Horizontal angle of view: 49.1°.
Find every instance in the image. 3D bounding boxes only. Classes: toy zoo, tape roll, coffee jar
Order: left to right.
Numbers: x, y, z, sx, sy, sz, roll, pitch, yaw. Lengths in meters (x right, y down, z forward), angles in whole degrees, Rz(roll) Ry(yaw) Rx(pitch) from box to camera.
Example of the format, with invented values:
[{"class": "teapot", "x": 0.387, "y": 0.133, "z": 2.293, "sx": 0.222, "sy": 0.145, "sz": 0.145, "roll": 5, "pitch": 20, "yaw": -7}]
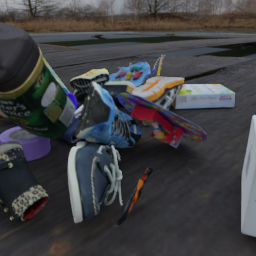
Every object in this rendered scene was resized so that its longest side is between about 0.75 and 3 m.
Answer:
[{"class": "coffee jar", "x": -2.013, "y": -0.777, "z": 5.279, "sx": 1.354, "sy": 2.596, "sz": 1.107, "roll": 18, "pitch": 70, "yaw": 14}, {"class": "tape roll", "x": -2.351, "y": 0.334, "z": 6.455, "sx": 1.058, "sy": 0.449, "sz": 1.058, "roll": -1, "pitch": 23, "yaw": 0}, {"class": "toy zoo", "x": -2.348, "y": -1.681, "z": 7.796, "sx": 0.254, "sy": 1.627, "sz": 2.480, "roll": -37, "pitch": -1, "yaw": -3}]

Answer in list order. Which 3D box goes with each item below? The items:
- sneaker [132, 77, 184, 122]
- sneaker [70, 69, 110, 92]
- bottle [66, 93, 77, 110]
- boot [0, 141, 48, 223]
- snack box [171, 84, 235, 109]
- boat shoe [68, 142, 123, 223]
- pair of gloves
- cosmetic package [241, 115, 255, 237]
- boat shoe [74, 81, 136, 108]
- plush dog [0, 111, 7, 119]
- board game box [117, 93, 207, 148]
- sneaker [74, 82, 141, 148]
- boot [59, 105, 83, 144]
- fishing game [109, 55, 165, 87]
[{"class": "sneaker", "x": 0.969, "y": -0.946, "z": 8.628, "sx": 1.043, "sy": 1.029, "sz": 2.665, "roll": 6, "pitch": 25, "yaw": 34}, {"class": "sneaker", "x": -0.780, "y": -1.015, "z": 5.782, "sx": 0.845, "sy": 0.330, "sz": 0.382, "roll": -10, "pitch": 41, "yaw": 6}, {"class": "bottle", "x": -1.803, "y": -0.591, "z": 7.532, "sx": 0.424, "sy": 0.543, "sz": 1.299, "roll": -12, "pitch": 2, "yaw": -33}, {"class": "boot", "x": -2.009, "y": 1.056, "z": 4.296, "sx": 1.121, "sy": 1.484, "sz": 0.536, "roll": 49, "pitch": 3, "yaw": 20}, {"class": "snack box", "x": 2.479, "y": -1.140, "z": 9.856, "sx": 2.032, "sy": 0.538, "sz": 1.445, "roll": -1, "pitch": 23, "yaw": -3}, {"class": "boat shoe", "x": -0.506, "y": 0.752, "z": 4.572, "sx": 0.796, "sy": 0.964, "sz": 2.574, "roll": 0, "pitch": 3, "yaw": -6}, {"class": "pair of gloves", "x": 0.127, "y": 0.998, "z": 4.193, "sx": 0.117, "sy": 0.843, "sz": 0.946, "roll": 28, "pitch": 10, "yaw": 9}, {"class": "cosmetic package", "x": 2.851, "y": 0.776, "z": 4.139, "sx": 2.047, "sy": 1.258, "sz": 2.040, "roll": 10, "pitch": 19, "yaw": 20}, {"class": "boat shoe", "x": -0.842, "y": -0.965, "z": 8.888, "sx": 2.365, "sy": 0.882, "sz": 0.736, "roll": 1, "pitch": 59, "yaw": 31}, {"class": "plush dog", "x": -3.258, "y": -0.917, "z": 8.175, "sx": 1.696, "sy": 1.361, "sz": 1.457, "roll": -18, "pitch": 39, "yaw": 27}, {"class": "board game box", "x": 0.633, "y": -0.037, "z": 6.087, "sx": 2.128, "sy": 0.414, "sz": 1.681, "roll": 27, "pitch": -8, "yaw": -1}, {"class": "sneaker", "x": -0.290, "y": -0.148, "z": 5.855, "sx": 1.266, "sy": 1.104, "sz": 2.816, "roll": 15, "pitch": -5, "yaw": 1}, {"class": "boot", "x": -1.112, "y": -0.144, "z": 7.410, "sx": 0.774, "sy": 0.623, "sz": 1.713, "roll": 27, "pitch": 46, "yaw": 32}, {"class": "fishing game", "x": -0.145, "y": -1.826, "z": 9.914, "sx": 2.836, "sy": 0.441, "sz": 2.030, "roll": -12, "pitch": 36, "yaw": 28}]
